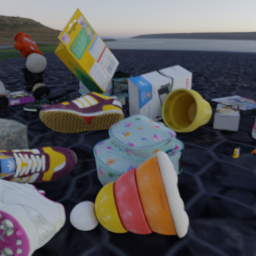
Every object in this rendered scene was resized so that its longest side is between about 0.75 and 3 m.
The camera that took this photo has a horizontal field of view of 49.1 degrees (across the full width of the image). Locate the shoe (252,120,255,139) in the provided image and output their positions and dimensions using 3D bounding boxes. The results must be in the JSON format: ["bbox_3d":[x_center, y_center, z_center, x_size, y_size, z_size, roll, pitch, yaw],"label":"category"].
[{"bbox_3d":[5.072,0.046,8.507,0.933,1.188,2.611,-13,24,-32],"label":"shoe"}]

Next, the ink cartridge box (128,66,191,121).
[{"bbox_3d":[1.222,-1.253,10.735,2.272,1.643,0.957,-19,38,-19],"label":"ink cartridge box"}]

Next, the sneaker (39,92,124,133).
[{"bbox_3d":[-1.660,-0.632,10.041,2.906,1.089,1.309,1,46,-18],"label":"sneaker"}]

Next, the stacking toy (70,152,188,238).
[{"bbox_3d":[-0.072,1.360,5.066,2.071,1.513,1.513,-14,19,6],"label":"stacking toy"}]

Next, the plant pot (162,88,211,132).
[{"bbox_3d":[2.233,-0.590,10.082,1.430,1.520,1.520,2,13,-45],"label":"plant pot"}]

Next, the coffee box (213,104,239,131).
[{"bbox_3d":[3.766,-0.423,10.685,0.856,0.597,1.497,7,21,20],"label":"coffee box"}]

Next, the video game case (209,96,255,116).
[{"bbox_3d":[5.198,-1.072,12.986,1.877,0.265,2.077,-10,22,-26],"label":"video game case"}]

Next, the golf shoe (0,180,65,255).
[{"bbox_3d":[-2.386,1.419,5.224,2.796,1.053,1.280,22,20,30],"label":"golf shoe"}]

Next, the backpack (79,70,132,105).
[{"bbox_3d":[-1.178,-1.906,13.093,2.241,1.718,1.970,0,21,-30],"label":"backpack"}]

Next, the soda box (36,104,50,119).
[{"bbox_3d":[-2.931,-0.628,11.425,1.549,0.491,0.548,5,20,15],"label":"soda box"}]

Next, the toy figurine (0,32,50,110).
[{"bbox_3d":[-5.075,-2.337,12.346,2.951,2.997,2.085,-23,66,-24],"label":"toy figurine"}]

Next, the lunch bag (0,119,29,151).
[{"bbox_3d":[-3.987,0.303,8.110,1.692,0.995,1.388,19,27,32],"label":"lunch bag"}]

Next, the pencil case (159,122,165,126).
[{"bbox_3d":[0.941,0.132,9.405,0.455,0.417,1.004,-9,13,25],"label":"pencil case"}]

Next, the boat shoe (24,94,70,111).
[{"bbox_3d":[-3.655,-1.211,12.725,2.108,0.699,0.788,-7,21,-18],"label":"boat shoe"}]

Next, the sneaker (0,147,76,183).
[{"bbox_3d":[-2.336,0.875,6.288,2.290,0.858,1.032,-9,-8,-5],"label":"sneaker"}]

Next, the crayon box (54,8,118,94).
[{"bbox_3d":[-1.589,-2.779,10.501,0.699,2.711,1.704,-4,52,36],"label":"crayon box"}]

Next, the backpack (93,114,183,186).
[{"bbox_3d":[0.165,0.627,6.395,1.854,1.421,1.630,-31,42,-26],"label":"backpack"}]

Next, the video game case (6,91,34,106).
[{"bbox_3d":[-5.859,-1.450,13.949,1.833,0.328,1.661,-14,24,-34],"label":"video game case"}]

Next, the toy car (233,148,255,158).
[{"bbox_3d":[3.545,0.701,7.960,1.017,0.338,0.499,-6,20,-17],"label":"toy car"}]
